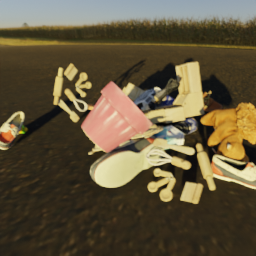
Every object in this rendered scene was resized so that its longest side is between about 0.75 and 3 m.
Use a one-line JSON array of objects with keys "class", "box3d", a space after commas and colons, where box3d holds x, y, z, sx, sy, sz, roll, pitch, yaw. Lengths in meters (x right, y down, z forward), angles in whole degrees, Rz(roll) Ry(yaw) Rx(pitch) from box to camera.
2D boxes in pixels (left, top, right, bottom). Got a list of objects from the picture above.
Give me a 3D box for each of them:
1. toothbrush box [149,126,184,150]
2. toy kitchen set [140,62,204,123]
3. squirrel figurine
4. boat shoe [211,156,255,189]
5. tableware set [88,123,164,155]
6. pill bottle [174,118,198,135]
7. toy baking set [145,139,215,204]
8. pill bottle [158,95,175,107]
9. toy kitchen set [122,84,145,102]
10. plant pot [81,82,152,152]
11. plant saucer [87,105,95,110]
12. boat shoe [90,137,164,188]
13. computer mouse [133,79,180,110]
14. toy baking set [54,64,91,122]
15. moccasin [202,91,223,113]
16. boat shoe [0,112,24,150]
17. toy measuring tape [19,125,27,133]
[{"class": "toothbrush box", "box3d": [1.320, 0.349, 9.817, 1.035, 0.441, 0.758, -11, 29, -25]}, {"class": "toy kitchen set", "box3d": [1.463, -1.347, 11.356, 2.323, 2.096, 1.895, -11, 7, -17]}, {"class": "squirrel figurine", "box3d": [3.298, 0.186, 8.516, 1.860, 1.316, 1.736, -36, 23, 33]}, {"class": "boat shoe", "box3d": [3.160, 1.192, 7.610, 1.784, 0.558, 0.635, 12, 23, 24]}, {"class": "tableware set", "box3d": [-0.009, 0.274, 9.358, 2.599, 0.302, 2.171, -12, 8, 22]}, {"class": "pill bottle", "box3d": [2.194, -0.023, 10.693, 0.973, 0.544, 0.544, -19, 29, -41]}, {"class": "toy baking set", "box3d": [1.280, 0.973, 7.259, 1.658, 0.251, 2.161, -10, 47, 10]}, {"class": "pill bottle", "box3d": [1.668, -1.222, 13.012, 1.154, 0.668, 0.668, 30, 21, -7]}, {"class": "toy kitchen set", "box3d": [0.183, -0.951, 12.747, 1.396, 1.262, 1.547, 26, -17, -8]}, {"class": "plant pot", "box3d": [-0.375, -0.179, 7.119, 1.353, 1.512, 1.512, -43, 26, 3]}, {"class": "plant saucer", "box3d": [-1.503, -0.911, 12.568, 0.796, 0.128, 0.796, 13, 13, -3]}, {"class": "boat shoe", "box3d": [-0.073, 0.840, 7.872, 0.872, 0.992, 2.788, 24, 27, 35]}, {"class": "computer mouse", "box3d": [0.857, -1.003, 9.821, 1.266, 0.506, 2.308, -48, 13, -14]}, {"class": "toy baking set", "box3d": [-2.258, -1.395, 11.414, 0.264, 2.271, 1.743, 14, 2, 43]}, {"class": "moccasin", "box3d": [3.528, -1.360, 13.200, 1.982, 0.765, 0.725, 38, 61, 25]}, {"class": "boat shoe", "box3d": [-4.147, 0.064, 9.925, 0.633, 0.556, 1.777, 32, 29, -17]}, {"class": "toy measuring tape", "box3d": [-4.403, 0.016, 10.874, 0.994, 0.366, 0.366, 1, 22, 3]}]
